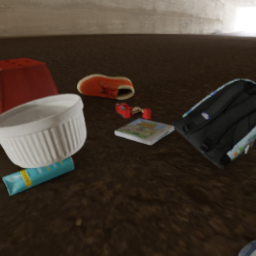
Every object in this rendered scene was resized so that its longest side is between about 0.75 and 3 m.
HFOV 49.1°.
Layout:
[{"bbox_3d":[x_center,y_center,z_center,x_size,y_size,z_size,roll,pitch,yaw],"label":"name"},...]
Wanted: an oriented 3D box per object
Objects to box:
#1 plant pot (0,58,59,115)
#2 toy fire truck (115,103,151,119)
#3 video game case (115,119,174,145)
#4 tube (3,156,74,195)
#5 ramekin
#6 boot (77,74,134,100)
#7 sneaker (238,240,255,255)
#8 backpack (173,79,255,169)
[{"bbox_3d":[-4.085,-1.307,10.350,2.495,2.199,2.492,-21,31,-39],"label":"plant pot"},{"bbox_3d":[0.179,-0.686,11.214,1.017,0.351,1.442,-7,22,-22],"label":"toy fire truck"},{"bbox_3d":[0.552,0.089,9.510,1.511,0.167,1.375,14,29,38],"label":"video game case"},{"bbox_3d":[-2.198,1.145,7.006,1.651,0.416,0.639,-20,37,-28],"label":"tube"},{"bbox_3d":[-2.241,0.066,7.480,2.355,1.236,2.355,-12,22,5],"label":"ramekin"},{"bbox_3d":[-1.030,-1.869,13.258,2.673,1.003,1.433,-4,29,-12],"label":"boot"},{"bbox_3d":[2.456,2.121,4.657,1.237,0.434,0.508,-8,22,-16],"label":"sneaker"},{"bbox_3d":[2.845,-0.238,7.816,1.842,2.395,1.954,28,14,-51],"label":"backpack"}]
